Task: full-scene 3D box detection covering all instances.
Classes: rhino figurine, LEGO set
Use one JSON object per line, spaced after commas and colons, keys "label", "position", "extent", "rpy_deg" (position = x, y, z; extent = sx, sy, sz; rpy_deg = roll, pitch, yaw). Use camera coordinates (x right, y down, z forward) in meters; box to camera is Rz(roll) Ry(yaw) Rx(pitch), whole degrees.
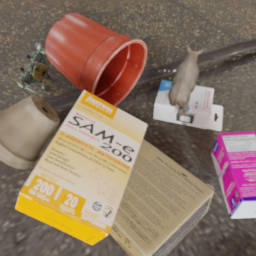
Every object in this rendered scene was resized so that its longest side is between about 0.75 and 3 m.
{"label": "rhino figurine", "position": [1.863, -1.660, 8.868], "extent": [0.728, 1.065, 2.436], "rpy_deg": [16, 74, 16]}
{"label": "LEGO set", "position": [-3.199, -2.327, 10.528], "extent": [0.828, 1.896, 2.920], "rpy_deg": [22, 27, 18]}

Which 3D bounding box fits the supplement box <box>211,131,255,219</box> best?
{"label": "supplement box", "position": [2.806, 1.107, 6.849], "extent": [0.979, 0.959, 1.895], "rpy_deg": [-2, 50, -1]}

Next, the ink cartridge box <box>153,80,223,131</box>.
{"label": "ink cartridge box", "position": [2.179, -0.805, 9.797], "extent": [2.364, 0.788, 1.369], "rpy_deg": [11, 48, 10]}

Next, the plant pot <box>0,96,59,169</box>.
{"label": "plant pot", "position": [-2.375, -0.019, 6.527], "extent": [1.292, 1.489, 1.489], "rpy_deg": [-42, 52, 7]}

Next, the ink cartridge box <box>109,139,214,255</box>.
{"label": "ink cartridge box", "position": [0.302, 1.684, 7.152], "extent": [2.324, 1.059, 2.821], "rpy_deg": [-32, 50, -28]}

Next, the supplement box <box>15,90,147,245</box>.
{"label": "supplement box", "position": [-0.878, 0.755, 6.127], "extent": [1.788, 1.043, 2.837], "rpy_deg": [28, 51, -8]}

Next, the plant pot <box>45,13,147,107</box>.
{"label": "plant pot", "position": [-1.212, -2.402, 9.594], "extent": [2.635, 2.710, 2.710], "rpy_deg": [38, 57, 18]}
